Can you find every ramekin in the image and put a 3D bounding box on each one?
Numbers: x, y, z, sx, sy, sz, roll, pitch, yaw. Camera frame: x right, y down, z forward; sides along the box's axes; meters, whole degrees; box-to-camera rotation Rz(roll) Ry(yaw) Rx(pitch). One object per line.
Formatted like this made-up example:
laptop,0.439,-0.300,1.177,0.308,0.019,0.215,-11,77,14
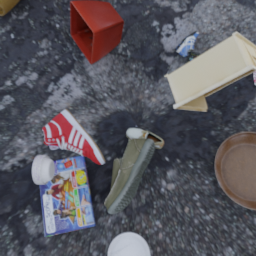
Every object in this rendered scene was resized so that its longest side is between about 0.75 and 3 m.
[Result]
ramekin,0.027,4.097,9.045,1.367,0.637,1.367,0,70,0

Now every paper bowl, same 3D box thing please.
paper bowl,-2.561,1.290,8.597,0.466,0.897,0.897,0,70,4

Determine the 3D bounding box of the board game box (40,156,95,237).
board game box,-2.183,2.339,9.803,1.677,0.427,2.478,-11,70,-4

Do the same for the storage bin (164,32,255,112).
storage bin,2.579,-1.391,7.884,2.214,2.198,1.037,-29,72,37

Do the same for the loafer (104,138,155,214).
loafer,-0.075,1.600,9.838,1.012,1.092,2.904,22,72,24

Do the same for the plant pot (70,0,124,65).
plant pot,-1.224,-4.093,11.556,1.629,1.847,1.848,-27,72,-21

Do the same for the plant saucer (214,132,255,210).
plant saucer,4.450,1.537,10.065,2.806,0.513,2.806,0,69,0

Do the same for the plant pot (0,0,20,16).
plant pot,-5.466,-6.104,12.120,2.073,2.073,2.225,12,74,4

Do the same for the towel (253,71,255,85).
towel,5.928,-2.530,11.694,1.358,0.278,1.856,5,70,3

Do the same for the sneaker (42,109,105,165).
sneaker,-1.699,0.531,8.379,1.182,0.749,2.102,-38,74,-16

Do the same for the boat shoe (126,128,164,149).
boat shoe,0.636,0.326,10.510,1.478,0.505,0.552,17,71,6

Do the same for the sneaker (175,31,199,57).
sneaker,2.591,-3.603,12.033,0.554,0.545,1.438,45,73,-11

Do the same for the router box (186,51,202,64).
router box,2.966,-2.688,11.721,1.048,0.325,0.785,16,70,7
